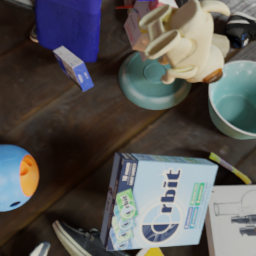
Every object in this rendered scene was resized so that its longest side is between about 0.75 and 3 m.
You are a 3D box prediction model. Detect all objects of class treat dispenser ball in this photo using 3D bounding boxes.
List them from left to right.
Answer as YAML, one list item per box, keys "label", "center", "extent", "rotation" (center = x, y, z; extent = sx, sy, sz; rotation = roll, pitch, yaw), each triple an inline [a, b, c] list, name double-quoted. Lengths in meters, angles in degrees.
- label: "treat dispenser ball"
  center: [-3.570, 1.421, 8.087]
  extent: [1.890, 1.890, 1.890]
  rotation: [0, 66, 0]

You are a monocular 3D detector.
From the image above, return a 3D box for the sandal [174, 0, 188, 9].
- label: "sandal"
  center: [1.546, -3.763, 8.797]
  extent: [0.542, 2.407, 0.904]
  rotation: [13, 56, 22]

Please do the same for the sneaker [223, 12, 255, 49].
- label: "sneaker"
  center: [4.897, -3.532, 10.864]
  extent: [2.427, 0.887, 1.358]
  rotation: [22, 71, 18]

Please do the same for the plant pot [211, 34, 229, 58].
- label: "plant pot"
  center: [3.056, -3.024, 10.486]
  extent: [1.149, 1.255, 1.255]
  rotation: [0, 66, -12]

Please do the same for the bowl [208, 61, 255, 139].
- label: "bowl"
  center: [3.789, -0.711, 9.233]
  extent: [2.706, 1.415, 2.706]
  rotation: [1, 66, -1]

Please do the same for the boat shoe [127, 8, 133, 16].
- label: "boat shoe"
  center: [0.496, -4.637, 11.322]
  extent: [0.939, 0.937, 2.594]
  rotation: [-15, 74, 17]

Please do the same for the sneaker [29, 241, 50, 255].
- label: "sneaker"
  center: [-2.502, 4.255, 7.518]
  extent: [1.000, 0.899, 2.317]
  rotation: [21, 75, -4]

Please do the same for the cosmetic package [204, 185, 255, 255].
- label: "cosmetic package"
  center: [3.363, 3.084, 7.999]
  extent: [2.108, 0.722, 2.796]
  rotation: [-3, 67, 2]

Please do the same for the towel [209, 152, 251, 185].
- label: "towel"
  center: [3.135, 1.251, 8.681]
  extent: [1.431, 1.028, 0.163]
  rotation: [36, 100, 13]

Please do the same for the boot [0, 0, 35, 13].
- label: "boot"
  center: [-3.457, -4.216, 7.880]
  extent: [2.071, 0.723, 1.364]
  rotation: [13, 91, -35]

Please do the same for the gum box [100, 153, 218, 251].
- label: "gum box"
  center: [0.701, 1.636, 6.244]
  extent: [2.349, 0.523, 1.996]
  rotation: [6, 101, -24]

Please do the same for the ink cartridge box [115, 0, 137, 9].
- label: "ink cartridge box"
  center: [0.289, -4.251, 9.251]
  extent: [1.406, 0.354, 0.766]
  rotation: [-31, 36, -34]

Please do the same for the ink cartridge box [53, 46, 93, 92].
- label: "ink cartridge box"
  center: [-1.413, -1.519, 7.085]
  extent: [0.322, 0.686, 1.459]
  rotation: [-32, 41, -13]

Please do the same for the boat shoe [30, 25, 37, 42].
- label: "boat shoe"
  center: [-2.936, -4.525, 11.251]
  extent: [0.993, 0.811, 2.688]
  rotation: [40, 72, 16]

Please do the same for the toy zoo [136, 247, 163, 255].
- label: "toy zoo"
  center: [-0.082, 4.068, 7.774]
  extent: [2.909, 0.298, 1.909]
  rotation: [-40, 71, -16]

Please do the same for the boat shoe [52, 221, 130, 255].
- label: "boat shoe"
  center: [-0.966, 3.226, 7.517]
  extent: [2.812, 1.049, 0.875]
  rotation: [19, 47, 36]

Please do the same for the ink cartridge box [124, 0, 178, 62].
- label: "ink cartridge box"
  center: [0.519, -3.103, 8.347]
  extent: [0.683, 2.024, 1.179]
  rotation: [4, 53, -28]

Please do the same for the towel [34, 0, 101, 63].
- label: "towel"
  center: [-1.598, -3.449, 7.705]
  extent: [2.146, 2.906, 0.720]
  rotation: [24, 37, 16]

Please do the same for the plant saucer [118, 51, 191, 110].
- label: "plant saucer"
  center: [1.009, -1.970, 10.389]
  extent: [2.753, 0.377, 2.753]
  rotation: [0, 66, 0]

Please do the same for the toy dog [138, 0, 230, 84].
- label: "toy dog"
  center: [1.687, -2.151, 7.502]
  extent: [2.288, 2.360, 1.647]
  rotation: [-32, 48, 19]
